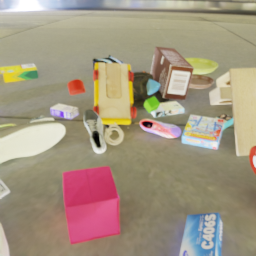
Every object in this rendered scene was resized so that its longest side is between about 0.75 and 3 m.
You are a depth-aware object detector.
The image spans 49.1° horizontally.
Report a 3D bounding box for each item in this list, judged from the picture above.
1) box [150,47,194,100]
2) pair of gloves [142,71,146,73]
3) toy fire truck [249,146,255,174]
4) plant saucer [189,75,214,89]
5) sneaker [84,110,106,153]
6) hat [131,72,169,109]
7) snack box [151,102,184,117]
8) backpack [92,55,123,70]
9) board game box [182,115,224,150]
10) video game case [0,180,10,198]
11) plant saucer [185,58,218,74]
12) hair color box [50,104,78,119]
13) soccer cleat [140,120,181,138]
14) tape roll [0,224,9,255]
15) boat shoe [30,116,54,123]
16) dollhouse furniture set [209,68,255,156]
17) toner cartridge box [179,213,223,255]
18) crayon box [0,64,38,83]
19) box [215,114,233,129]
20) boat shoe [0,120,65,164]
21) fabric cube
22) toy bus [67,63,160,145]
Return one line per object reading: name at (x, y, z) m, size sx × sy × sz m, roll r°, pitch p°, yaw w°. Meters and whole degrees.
box at (1.726, -2.365, 11.716) m, size 1.032 × 1.379 × 2.754 m, roll 5°, pitch 28°, yaw -9°
pair of gloves at (1.200, -2.609, 13.824) m, size 1.265 × 0.156 × 1.127 m, roll -1°, pitch 27°, yaw -8°
toy fire truck at (3.193, 0.945, 5.199) m, size 1.106 × 1.973 × 1.656 m, roll -7°, pitch -11°, yaw 1°
plant saucer at (3.153, -2.092, 12.773) m, size 1.471 × 0.253 × 1.471 m, roll -1°, pitch 28°, yaw 0°
sneaker at (-0.910, 0.032, 7.692) m, size 0.490 × 1.305 × 0.753 m, roll -19°, pitch -9°, yaw -5°
hat at (0.392, -1.641, 11.158) m, size 2.546 × 1.027 × 2.546 m, roll 0°, pitch 28°, yaw 0°
snack box at (1.375, -0.689, 10.239) m, size 1.151 × 0.214 × 0.669 m, roll -8°, pitch 30°, yaw -15°
backpack at (-0.907, -2.897, 13.543) m, size 1.233 × 0.909 × 1.351 m, roll -22°, pitch 34°, yaw -34°
board game box at (2.255, 0.104, 8.421) m, size 1.044 × 0.292 × 1.022 m, roll 10°, pitch 44°, yaw 22°
video game case at (-3.280, 1.352, 6.225) m, size 0.943 × 0.104 × 0.860 m, roll 39°, pitch 52°, yaw 22°
plant saucer at (3.593, -3.250, 14.795) m, size 2.198 × 0.342 × 2.198 m, roll -1°, pitch 28°, yaw 0°
hair color box at (-2.267, -0.589, 9.994) m, size 0.876 × 0.284 × 0.479 m, roll 12°, pitch 30°, yaw 25°
soccer cleat at (0.966, 0.021, 8.529) m, size 1.297 × 0.442 × 0.475 m, roll 15°, pitch -1°, yaw 21°
tape roll at (-3.403, 2.310, 4.456) m, size 2.825 × 0.516 × 2.825 m, roll 0°, pitch 29°, yaw 0°
boat shoe at (-2.883, -0.249, 9.390) m, size 0.768 × 0.288 × 0.238 m, roll -15°, pitch 42°, yaw -8°
dollhouse furniture set at (4.191, -0.365, 9.327) m, size 2.844 × 2.436 × 2.990 m, roll -3°, pitch -6°, yaw -6°
toner cartridge box at (1.282, 2.068, 4.900) m, size 0.628 × 0.285 × 1.322 m, roll -16°, pitch 21°, yaw 27°
crayon box at (-5.389, -2.653, 13.559) m, size 1.840 × 0.467 × 1.168 m, roll -11°, pitch 31°, yaw -21°
box at (3.036, -0.153, 9.234) m, size 1.001 × 0.246 × 0.412 m, roll -24°, pitch 37°, yaw -37°
boat shoe at (-3.127, 0.323, 7.469) m, size 2.861 × 1.023 × 0.855 m, roll -22°, pitch 49°, yaw -28°
fabric cube at (-0.728, 1.476, 5.495) m, size 0.998 × 0.979 × 0.994 m, roll -7°, pitch 29°, yaw -13°
toy bus at (-0.502, -0.816, 9.107) m, size 2.472 × 1.353 × 2.619 m, roll 43°, pitch 67°, yaw 10°
